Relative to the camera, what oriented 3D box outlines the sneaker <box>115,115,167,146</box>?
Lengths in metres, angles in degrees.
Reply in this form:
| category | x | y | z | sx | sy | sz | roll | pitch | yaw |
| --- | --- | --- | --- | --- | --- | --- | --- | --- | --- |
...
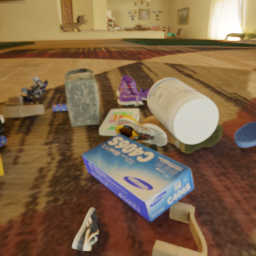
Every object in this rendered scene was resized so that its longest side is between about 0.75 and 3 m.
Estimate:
| category | x | y | z | sx | sy | sz | roll | pitch | yaw |
| --- | --- | --- | --- | --- | --- | --- | --- | --- | --- |
| sneaker | 0.416 | 0.243 | 9.633 | 1.902 | 0.740 | 0.781 | 17 | 33 | 3 |

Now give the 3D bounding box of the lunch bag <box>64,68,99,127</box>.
| category | x | y | z | sx | sy | sz | roll | pitch | yaw |
| --- | --- | --- | --- | --- | --- | --- | --- | --- | --- |
| lunch bag | -2.003 | -1.414 | 12.156 | 1.402 | 1.956 | 2.385 | -5 | 23 | -7 |

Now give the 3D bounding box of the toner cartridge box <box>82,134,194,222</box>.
| category | x | y | z | sx | sy | sz | roll | pitch | yaw |
| --- | --- | --- | --- | --- | --- | --- | --- | --- | --- |
| toner cartridge box | 0.102 | 1.092 | 7.272 | 1.404 | 0.638 | 2.955 | -30 | 30 | -26 |

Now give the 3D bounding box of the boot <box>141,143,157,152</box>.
| category | x | y | z | sx | sy | sz | roll | pitch | yaw |
| --- | --- | --- | --- | --- | --- | --- | --- | --- | --- |
| boot | 0.364 | 0.876 | 8.892 | 1.124 | 0.381 | 0.734 | -37 | 20 | -34 |

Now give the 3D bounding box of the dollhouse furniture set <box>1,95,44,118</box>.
| category | x | y | z | sx | sy | sz | roll | pitch | yaw |
| --- | --- | --- | --- | --- | --- | --- | --- | --- | --- |
| dollhouse furniture set | -5.222 | -1.455 | 11.574 | 2.446 | 1.993 | 2.327 | -1 | 7 | 12 |

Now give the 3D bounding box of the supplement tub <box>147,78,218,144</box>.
| category | x | y | z | sx | sy | sz | roll | pitch | yaw |
| --- | --- | --- | --- | --- | --- | --- | --- | --- | --- |
| supplement tub | 1.704 | -0.643 | 9.308 | 1.569 | 1.569 | 2.379 | -6 | 27 | -15 |

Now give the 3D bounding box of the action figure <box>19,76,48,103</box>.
| category | x | y | z | sx | sy | sz | roll | pitch | yaw |
| --- | --- | --- | --- | --- | --- | --- | --- | --- | --- |
| action figure | -4.787 | -2.008 | 14.288 | 1.085 | 1.263 | 2.126 | 36 | 15 | -13 |

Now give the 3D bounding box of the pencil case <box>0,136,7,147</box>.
| category | x | y | z | sx | sy | sz | roll | pitch | yaw |
| --- | --- | --- | --- | --- | --- | --- | --- | --- | --- |
| pencil case | -4.335 | 0.457 | 9.495 | 0.295 | 0.328 | 0.756 | -36 | 11 | -33 |

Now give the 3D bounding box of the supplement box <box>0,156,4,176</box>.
| category | x | y | z | sx | sy | sz | roll | pitch | yaw |
| --- | --- | --- | --- | --- | --- | --- | --- | --- | --- |
| supplement box | -5.414 | 0.419 | 7.987 | 2.679 | 1.803 | 2.716 | -16 | 28 | -33 |

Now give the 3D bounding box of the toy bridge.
| category | x | y | z | sx | sy | sz | roll | pitch | yaw |
| --- | --- | --- | --- | --- | --- | --- | --- | --- | --- |
| toy bridge | 0.922 | 2.399 | 5.152 | 0.960 | 0.389 | 2.855 | 10 | 24 | 19 |

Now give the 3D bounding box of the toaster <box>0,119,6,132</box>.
| category | x | y | z | sx | sy | sz | roll | pitch | yaw |
| --- | --- | --- | --- | --- | --- | --- | --- | --- | --- |
| toaster | -5.335 | -0.062 | 10.737 | 0.678 | 0.597 | 1.050 | 9 | 25 | 26 |

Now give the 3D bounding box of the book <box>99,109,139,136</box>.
| category | x | y | z | sx | sy | sz | roll | pitch | yaw |
| --- | --- | --- | --- | --- | --- | --- | --- | --- | --- |
| book | -0.310 | -0.214 | 11.368 | 1.294 | 0.465 | 1.936 | 3 | 27 | 9 |

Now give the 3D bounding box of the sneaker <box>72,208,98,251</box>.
| category | x | y | z | sx | sy | sz | roll | pitch | yaw |
| --- | --- | --- | --- | --- | --- | --- | --- | --- | --- |
| sneaker | -0.784 | 2.114 | 5.797 | 0.397 | 0.392 | 1.000 | 17 | 34 | 6 |

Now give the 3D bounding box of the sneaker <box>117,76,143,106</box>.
| category | x | y | z | sx | sy | sz | roll | pitch | yaw |
| --- | --- | --- | --- | --- | --- | --- | --- | --- | --- |
| sneaker | -0.015 | -1.909 | 14.192 | 1.168 | 1.208 | 2.896 | -1 | 27 | -15 |

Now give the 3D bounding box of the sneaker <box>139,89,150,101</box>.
| category | x | y | z | sx | sy | sz | roll | pitch | yaw |
| --- | --- | --- | --- | --- | --- | --- | --- | --- | --- |
| sneaker | 1.187 | -1.708 | 14.609 | 1.479 | 0.617 | 0.596 | 15 | 27 | 30 |

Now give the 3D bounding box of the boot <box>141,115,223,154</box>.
| category | x | y | z | sx | sy | sz | roll | pitch | yaw |
| --- | --- | --- | --- | --- | --- | --- | --- | --- | --- |
| boot | 1.951 | 0.001 | 10.377 | 2.061 | 0.778 | 2.353 | -14 | 26 | -29 |

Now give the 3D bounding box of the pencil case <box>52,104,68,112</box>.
| category | x | y | z | sx | sy | sz | roll | pitch | yaw |
| --- | --- | --- | --- | --- | --- | --- | --- | --- | --- |
| pencil case | -3.159 | -0.943 | 13.158 | 0.813 | 0.353 | 0.317 | -6 | 49 | -15 |

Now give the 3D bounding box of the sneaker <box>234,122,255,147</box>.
| category | x | y | z | sx | sy | sz | roll | pitch | yaw |
| --- | --- | --- | --- | --- | --- | --- | --- | --- | --- |
| sneaker | 4.807 | 0.221 | 9.758 | 2.503 | 0.975 | 0.878 | -22 | 44 | -9 |

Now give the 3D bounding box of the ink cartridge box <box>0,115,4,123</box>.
| category | x | y | z | sx | sy | sz | roll | pitch | yaw |
| --- | --- | --- | --- | --- | --- | --- | --- | --- | --- |
| ink cartridge box | -5.710 | -0.300 | 11.677 | 0.861 | 0.291 | 0.501 | -5 | 23 | -8 |
